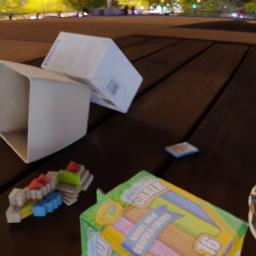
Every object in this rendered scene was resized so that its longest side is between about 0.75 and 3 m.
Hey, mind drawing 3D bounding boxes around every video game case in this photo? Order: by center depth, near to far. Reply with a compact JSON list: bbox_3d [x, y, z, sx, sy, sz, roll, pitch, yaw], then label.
[{"bbox_3d":[1.746,0.705,9.157,0.871,0.078,0.624,-12,24,-25],"label":"video game case"}]

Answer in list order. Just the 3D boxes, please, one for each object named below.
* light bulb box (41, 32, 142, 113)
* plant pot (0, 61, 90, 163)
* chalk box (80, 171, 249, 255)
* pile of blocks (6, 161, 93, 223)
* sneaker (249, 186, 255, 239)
[{"bbox_3d":[-1.434,-2.283,11.635,2.866,2.841,1.789,20,78,35],"label":"light bulb box"},{"bbox_3d":[-2.788,-0.687,9.538,2.335,2.638,2.635,-8,26,-41],"label":"plant pot"},{"bbox_3d":[0.289,2.044,4.877,2.756,1.715,1.706,21,33,36],"label":"chalk box"},{"bbox_3d":[-1.875,1.488,6.992,0.977,0.740,2.380,21,35,35],"label":"pile of blocks"},{"bbox_3d":[3.089,1.884,6.349,0.644,0.652,1.643,6,29,9],"label":"sneaker"}]
